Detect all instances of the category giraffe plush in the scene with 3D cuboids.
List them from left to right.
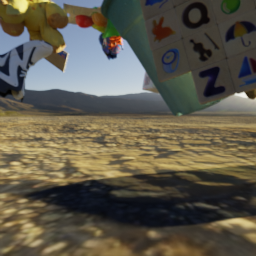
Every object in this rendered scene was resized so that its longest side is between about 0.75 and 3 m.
[{"bbox_3d":[-2.408,-2.645,6.640,1.504,1.743,1.413,10,18,39],"label":"giraffe plush"}]

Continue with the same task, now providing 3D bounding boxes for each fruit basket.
[{"bbox_3d":[-0.907,-2.990,7.537,1.629,0.764,1.509,10,1,-12],"label":"fruit basket"}]

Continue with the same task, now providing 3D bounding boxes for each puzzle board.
[{"bbox_3d":[-2.522,-2.511,9.721,1.019,0.768,0.089,36,39,13],"label":"puzzle board"}]

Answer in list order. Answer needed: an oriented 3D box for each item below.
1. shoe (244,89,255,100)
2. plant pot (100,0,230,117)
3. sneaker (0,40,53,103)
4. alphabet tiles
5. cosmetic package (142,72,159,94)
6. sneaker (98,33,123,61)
[{"bbox_3d":[3.150,-1.660,7.186,0.514,1.927,0.674,-26,28,-3],"label":"shoe"},{"bbox_3d":[1.286,-1.877,5.859,2.778,2.721,2.778,-28,4,2],"label":"plant pot"},{"bbox_3d":[-2.137,-1.073,5.666,1.598,1.040,0.638,-27,3,-31],"label":"sneaker"},{"bbox_3d":[1.299,-1.905,3.698,2.443,2.936,0.093,-17,-10,27],"label":"alphabet tiles"},{"bbox_3d":[1.797,-1.685,11.034,2.214,0.789,1.123,10,0,-19],"label":"cosmetic package"},{"bbox_3d":[-0.482,-3.227,10.206,0.982,1.023,2.608,-16,-1,-7],"label":"sneaker"}]
